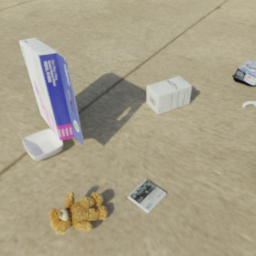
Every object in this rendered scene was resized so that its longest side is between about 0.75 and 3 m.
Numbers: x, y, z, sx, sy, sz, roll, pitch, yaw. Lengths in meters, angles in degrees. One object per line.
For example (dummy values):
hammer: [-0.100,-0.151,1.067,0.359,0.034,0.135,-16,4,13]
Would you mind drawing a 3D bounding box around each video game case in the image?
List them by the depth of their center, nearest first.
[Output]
video game case: [0.533,1.917,7.922,0.748,0.096,0.823,30,50,31]

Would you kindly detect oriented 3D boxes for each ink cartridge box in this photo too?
ink cartridge box: [-2.424,-1.114,8.752,0.624,2.830,2.882,-21,35,-23]

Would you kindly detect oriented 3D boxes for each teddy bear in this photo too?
teddy bear: [-1.222,2.118,7.082,1.484,0.495,1.076,6,65,-23]

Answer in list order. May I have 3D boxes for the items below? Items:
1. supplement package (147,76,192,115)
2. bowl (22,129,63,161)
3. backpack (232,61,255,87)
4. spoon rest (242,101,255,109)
supplement package: [1.601,-1.301,11.076,1.523,0.893,0.890,-20,44,-20]
bowl: [-2.781,0.608,9.205,1.115,0.417,1.117,-24,45,-28]
backpack: [5.505,-2.404,12.462,1.213,0.935,1.155,-26,57,-31]
spoon rest: [5.032,-0.903,11.109,0.908,0.275,0.451,0,46,1]
